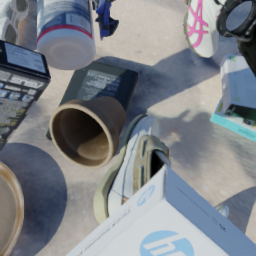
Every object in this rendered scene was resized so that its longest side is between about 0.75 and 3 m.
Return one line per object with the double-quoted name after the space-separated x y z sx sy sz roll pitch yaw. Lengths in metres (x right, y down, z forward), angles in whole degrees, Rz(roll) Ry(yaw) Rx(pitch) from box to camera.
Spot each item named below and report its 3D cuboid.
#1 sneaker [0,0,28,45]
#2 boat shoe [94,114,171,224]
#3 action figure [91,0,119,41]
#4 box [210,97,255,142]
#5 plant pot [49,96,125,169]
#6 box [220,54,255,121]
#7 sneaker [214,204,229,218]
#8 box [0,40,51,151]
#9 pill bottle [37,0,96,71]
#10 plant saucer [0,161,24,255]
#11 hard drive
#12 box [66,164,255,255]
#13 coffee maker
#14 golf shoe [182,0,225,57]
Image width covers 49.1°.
-3.866 -3.425 8.323 1.316 1.032 2.648 5 66 6 "sneaker"
0.280 0.559 4.351 0.777 0.849 2.271 -3 36 23 "boat shoe"
-0.276 -3.286 5.720 2.659 2.748 1.437 -4 27 -16 "action figure"
3.093 -0.177 7.207 1.733 0.426 0.713 28 69 11 "box"
-0.549 -0.058 4.807 1.192 1.192 1.039 29 38 12 "plant pot"
3.757 -0.909 7.195 2.641 0.480 1.906 11 54 1 "box"
1.731 2.467 6.034 0.708 0.621 1.766 36 76 3 "sneaker"
-3.081 -0.550 4.305 2.961 2.387 0.727 10 45 -43 "box"
-1.285 -2.253 5.764 1.122 1.122 1.877 -6 67 -3 "pill bottle"
-3.739 2.026 6.241 2.950 0.473 2.950 0 67 -1 "plant saucer"
-0.894 -0.596 7.399 1.711 0.403 2.452 16 68 7 "hard drive"
0.152 2.060 2.695 2.233 0.590 2.865 42 109 -8 "box"
2.892 -0.528 4.132 2.698 1.892 2.809 -9 60 -11 "coffee maker"
1.478 -2.093 5.155 0.883 1.917 0.696 23 62 39 "golf shoe"
